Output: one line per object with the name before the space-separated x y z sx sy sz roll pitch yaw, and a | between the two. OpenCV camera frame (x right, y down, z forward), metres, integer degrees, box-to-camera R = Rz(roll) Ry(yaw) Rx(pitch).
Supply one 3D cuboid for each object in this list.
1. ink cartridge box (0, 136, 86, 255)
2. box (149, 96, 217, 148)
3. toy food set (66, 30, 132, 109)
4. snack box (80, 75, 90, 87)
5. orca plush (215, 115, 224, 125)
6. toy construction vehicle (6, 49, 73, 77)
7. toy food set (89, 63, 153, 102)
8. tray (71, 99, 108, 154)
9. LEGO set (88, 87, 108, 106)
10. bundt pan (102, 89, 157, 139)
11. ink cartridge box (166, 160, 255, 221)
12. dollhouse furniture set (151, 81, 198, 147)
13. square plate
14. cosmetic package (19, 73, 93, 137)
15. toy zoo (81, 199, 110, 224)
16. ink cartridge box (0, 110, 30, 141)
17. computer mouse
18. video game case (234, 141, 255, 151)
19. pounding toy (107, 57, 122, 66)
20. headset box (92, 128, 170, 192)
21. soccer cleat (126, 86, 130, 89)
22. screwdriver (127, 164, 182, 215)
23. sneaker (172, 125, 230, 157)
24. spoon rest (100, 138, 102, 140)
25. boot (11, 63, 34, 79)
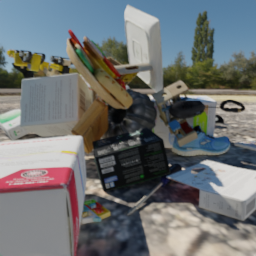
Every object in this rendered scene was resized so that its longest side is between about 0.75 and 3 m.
ink cartridge box | -1.677 0.952 4.329 1.941 1.126 2.630 -4 9 -4
box | 1.435 -0.254 10.013 2.970 1.671 1.505 1 13 3
toy food set | -0.669 -1.370 6.771 0.542 2.205 2.227 -39 5 11
snack box | -1.451 -1.280 11.106 1.950 2.742 0.726 17 -17 37
orca plush | 4.259 -0.690 15.576 1.164 0.786 2.212 -6 11 -31
toy construction vehicle | -2.892 -2.035 9.108 2.125 0.748 1.850 19 15 42
toy food set | -0.335 -1.374 9.313 1.580 0.665 2.201 -15 -12 -34
tray | -0.958 0.049 7.548 0.382 1.017 2.061 35 -14 5
LEGO set | -0.918 -0.945 8.064 0.569 1.237 0.461 24 64 36
bundt pan | -0.162 -0.323 8.918 2.089 2.089 0.784 7 -13 39
ink cartridge box | 1.872 1.139 5.603 1.547 0.393 1.756 9 13 42
dollhouse furniture set | 1.540 -0.446 8.212 1.020 1.026 1.455 -27 44 0
square plate | 0.467 -2.744 9.895 0.370 2.602 2.577 -18 37 -14
cosmetic package | -1.982 -0.595 8.015 1.663 1.392 1.383 -4 -14 9
toy zoo | -0.663 1.432 4.800 0.519 0.081 0.792 -6 11 -34
ink cartridge box | -4.145 -0.464 11.854 2.372 0.594 1.909 -31 33 -27
computer mouse | 2.282 -0.487 8.058 2.214 0.649 0.377 -2 52 0
video game case | 4.378 0.615 9.727 0.880 0.111 0.965 -4 9 -24
pounding toy | -0.899 -2.224 10.109 1.066 0.488 0.936 36 36 16
headset box | -0.026 0.639 6.568 1.498 0.798 1.720 -15 11 -7
soccer cleat | -0.741 -1.797 11.947 1.733 0.594 0.738 20 4 26
screwdriver | 0.628 1.236 5.694 0.348 0.333 2.389 34 27 14
sneaker | 2.338 0.374 8.722 1.988 0.894 0.779 -2 10 -20
spoon rest | -1.230 0.461 9.825 0.632 0.386 1.273 -1 10 -4
boot | -3.824 -1.790 10.638 0.477 1.454 1.198 -10 12 8
